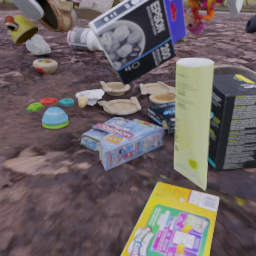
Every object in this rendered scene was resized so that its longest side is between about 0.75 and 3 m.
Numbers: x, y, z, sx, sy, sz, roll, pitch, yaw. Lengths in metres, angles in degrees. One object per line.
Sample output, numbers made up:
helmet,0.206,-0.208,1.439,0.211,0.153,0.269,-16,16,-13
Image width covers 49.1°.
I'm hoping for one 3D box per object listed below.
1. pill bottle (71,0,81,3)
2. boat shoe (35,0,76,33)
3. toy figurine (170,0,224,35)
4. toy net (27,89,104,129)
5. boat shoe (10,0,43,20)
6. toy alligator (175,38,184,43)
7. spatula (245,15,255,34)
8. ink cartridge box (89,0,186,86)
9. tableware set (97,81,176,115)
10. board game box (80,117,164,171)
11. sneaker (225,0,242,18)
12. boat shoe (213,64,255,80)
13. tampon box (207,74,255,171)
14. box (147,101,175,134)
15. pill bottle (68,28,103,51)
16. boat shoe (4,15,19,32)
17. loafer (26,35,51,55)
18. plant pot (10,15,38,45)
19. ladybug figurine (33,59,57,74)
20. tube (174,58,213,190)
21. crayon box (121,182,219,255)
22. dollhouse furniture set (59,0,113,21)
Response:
pill bottle,-1.578,-4.653,8.973,0.601,1.052,0.601,9,44,-8
boat shoe,-2.929,-4.149,8.717,2.926,1.108,1.050,40,36,-9
toy figurine,1.760,-3.567,7.938,2.529,2.328,1.899,40,69,17
toy net,-1.748,-0.692,8.556,1.286,0.473,2.451,16,30,33
boat shoe,-3.049,-3.820,7.938,1.749,0.618,0.557,39,58,-6
toy alligator,1.406,-3.194,9.454,0.391,0.283,1.180,-34,74,-32
spatula,2.030,-1.362,3.022,0.248,0.683,2.415,11,5,-16
ink cartridge box,0.315,-1.492,4.471,1.499,1.485,0.325,-33,63,2
tableware set,0.389,-1.126,9.450,2.946,0.342,2.461,-7,28,-12
board game box,-0.288,0.276,6.585,1.652,0.510,1.651,20,33,33
sneaker,3.526,-4.291,9.320,0.378,1.026,0.593,7,48,35
boat shoe,3.369,-1.908,10.252,2.757,1.044,0.990,13,29,20
tampon box,2.224,-0.157,6.085,1.093,1.732,1.298,-4,28,-7
box,1.505,-0.375,7.987,1.558,0.358,1.239,-11,30,-20
pill bottle,-2.321,-5.042,16.019,2.060,1.193,1.193,15,31,26
boat shoe,-3.104,-2.720,7.470,0.313,0.275,0.879,-2,0,-14
loafer,-5.051,-4.654,15.522,0.953,0.951,2.725,-19,33,-33
plant pot,-3.654,-3.406,9.540,0.947,0.672,0.947,-37,9,7
ladybug figurine,-3.625,-2.696,12.287,0.916,0.485,1.349,-22,35,-36
tube,0.613,-0.015,2.700,0.327,1.258,0.365,2,27,11
crayon box,0.657,1.592,4.060,1.048,0.514,1.764,11,30,20
dollhouse furniture set,-0.645,-3.282,6.471,2.321,1.203,1.028,13,-14,6
